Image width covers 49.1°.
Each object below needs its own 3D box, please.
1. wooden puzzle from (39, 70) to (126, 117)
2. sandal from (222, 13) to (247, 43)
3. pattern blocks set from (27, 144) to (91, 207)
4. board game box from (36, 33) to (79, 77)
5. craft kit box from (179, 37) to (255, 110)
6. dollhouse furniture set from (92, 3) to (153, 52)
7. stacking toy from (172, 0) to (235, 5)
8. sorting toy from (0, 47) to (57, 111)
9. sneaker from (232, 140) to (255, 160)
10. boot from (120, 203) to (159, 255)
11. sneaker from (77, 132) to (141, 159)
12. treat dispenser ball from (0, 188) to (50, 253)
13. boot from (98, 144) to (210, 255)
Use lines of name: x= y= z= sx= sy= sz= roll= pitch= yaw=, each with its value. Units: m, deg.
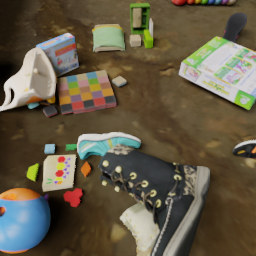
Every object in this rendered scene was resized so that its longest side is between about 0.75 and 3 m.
wooden puzzle: x=-1.368 y=-1.124 z=8.800 sx=2.766 sy=0.194 sz=1.640 roll=-12 pitch=49 yaw=-10
sandal: x=3.961 y=-3.640 z=10.702 sx=0.661 sy=0.397 sz=1.759 roll=26 pitch=82 yaw=14
pattern blocks set: x=-1.679 y=1.089 z=6.853 sx=1.517 sy=0.140 sz=1.726 roll=4 pitch=48 yaw=4
board game box: x=-2.283 y=-2.339 z=9.228 sx=1.202 sy=1.177 sz=0.336 roll=-32 pitch=56 yaw=-26
craft kit box: x=3.255 y=-1.868 z=8.859 sx=2.389 sy=0.587 sz=2.419 roll=35 pitch=52 yaw=22
dollhouse furniture set: x=-0.248 y=-3.787 z=10.552 sx=2.261 sy=1.134 sz=1.481 roll=-5 pitch=48 yaw=-4
stacking toy: x=3.393 y=-6.171 z=12.771 sx=2.867 sy=1.224 sz=1.224 roll=-4 pitch=48 yaw=3
sorting toy: x=-3.113 y=-1.181 z=8.354 sx=1.706 sy=1.012 sz=1.895 roll=-19 pitch=51 yaw=16
sneaker: x=3.313 y=0.643 z=7.058 sx=1.266 sy=0.443 sz=0.569 roll=-6 pitch=55 yaw=-2
boot: x=0.188 y=2.190 z=5.633 sx=1.047 sy=0.488 sz=1.354 roll=36 pitch=50 yaw=27
sneaker: x=-0.481 y=0.508 z=7.197 sx=1.628 sy=0.631 sz=0.649 roll=-5 pitch=68 yaw=2
treat dispenser ball: x=-2.158 y=1.811 z=5.520 sx=1.214 sy=1.214 sz=1.214 roll=0 pitch=48 yaw=0
boot: x=0.309 y=1.368 z=5.589 sx=2.291 sy=1.095 sz=3.034 roll=17 pitch=24 yaw=18
